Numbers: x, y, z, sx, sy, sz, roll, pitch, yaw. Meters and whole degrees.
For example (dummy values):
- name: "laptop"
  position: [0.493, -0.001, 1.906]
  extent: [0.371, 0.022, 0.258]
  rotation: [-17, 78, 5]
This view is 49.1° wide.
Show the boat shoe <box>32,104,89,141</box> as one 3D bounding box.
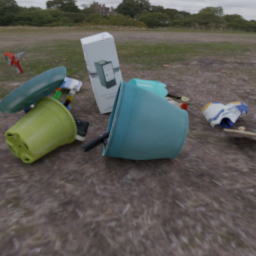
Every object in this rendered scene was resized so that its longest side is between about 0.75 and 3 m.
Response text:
- name: "boat shoe"
  position: [-2.266, -0.437, 9.564]
  extent: [2.283, 0.757, 0.853]
  rotation: [32, 7, 22]

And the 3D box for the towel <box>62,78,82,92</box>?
- name: "towel"
  position: [-3.501, -2.441, 15.092]
  extent: [1.918, 0.228, 1.409]
  rotation: [15, 26, -9]

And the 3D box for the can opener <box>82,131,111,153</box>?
- name: "can opener"
  position: [-0.924, 0.423, 8.642]
  extent: [1.067, 0.338, 0.419]
  rotation: [-23, 31, -15]

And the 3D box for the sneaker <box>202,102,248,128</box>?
- name: "sneaker"
  position: [3.818, -0.411, 10.736]
  extent: [2.197, 0.827, 0.968]
  rotation: [-5, 62, -26]

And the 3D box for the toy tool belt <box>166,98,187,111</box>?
- name: "toy tool belt"
  position: [1.468, -0.660, 10.845]
  extent: [1.574, 0.983, 0.968]
  rotation: [-14, 3, -44]

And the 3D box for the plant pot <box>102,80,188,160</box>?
- name: "plant pot"
  position: [0.532, -0.050, 8.266]
  extent: [2.115, 2.251, 2.251]
  rotation: [13, 23, -7]

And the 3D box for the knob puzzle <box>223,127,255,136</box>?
- name: "knob puzzle"
  position: [4.041, 0.139, 9.215]
  extent: [1.561, 0.216, 1.561]
  rotation: [10, 1, 0]

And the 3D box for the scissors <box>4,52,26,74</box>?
- name: "scissors"
  position: [-4.376, -2.741, 10.751]
  extent: [0.184, 0.965, 2.639]
  rotation: [-45, 11, -21]

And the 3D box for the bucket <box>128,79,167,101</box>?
- name: "bucket"
  position: [0.531, -0.934, 10.287]
  extent: [1.161, 1.785, 1.785]
  rotation: [12, 20, -19]

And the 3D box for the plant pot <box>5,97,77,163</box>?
- name: "plant pot"
  position: [-2.726, 0.173, 8.492]
  extent: [1.727, 1.727, 1.588]
  rotation: [14, 38, 28]

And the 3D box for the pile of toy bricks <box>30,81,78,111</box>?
- name: "pile of toy bricks"
  position: [-3.061, -0.901, 11.327]
  extent: [1.318, 1.173, 2.376]
  rotation: [30, 48, -8]

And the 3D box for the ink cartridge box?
- name: "ink cartridge box"
  position: [-1.079, -2.434, 12.191]
  extent: [1.254, 2.984, 2.178]
  rotation: [-15, 25, -7]

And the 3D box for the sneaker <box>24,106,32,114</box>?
- name: "sneaker"
  position: [-3.882, -0.858, 12.035]
  extent: [1.123, 0.425, 0.433]
  rotation: [2, 27, 1]

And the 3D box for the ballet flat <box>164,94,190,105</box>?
- name: "ballet flat"
  position: [2.108, -1.436, 13.362]
  extent: [1.750, 0.406, 0.590]
  rotation: [17, 29, 33]

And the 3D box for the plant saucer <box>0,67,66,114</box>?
- name: "plant saucer"
  position: [-2.811, -1.065, 8.474]
  extent: [2.369, 0.325, 2.369]
  rotation: [-33, 5, 3]
